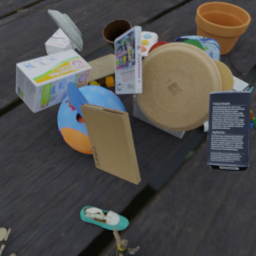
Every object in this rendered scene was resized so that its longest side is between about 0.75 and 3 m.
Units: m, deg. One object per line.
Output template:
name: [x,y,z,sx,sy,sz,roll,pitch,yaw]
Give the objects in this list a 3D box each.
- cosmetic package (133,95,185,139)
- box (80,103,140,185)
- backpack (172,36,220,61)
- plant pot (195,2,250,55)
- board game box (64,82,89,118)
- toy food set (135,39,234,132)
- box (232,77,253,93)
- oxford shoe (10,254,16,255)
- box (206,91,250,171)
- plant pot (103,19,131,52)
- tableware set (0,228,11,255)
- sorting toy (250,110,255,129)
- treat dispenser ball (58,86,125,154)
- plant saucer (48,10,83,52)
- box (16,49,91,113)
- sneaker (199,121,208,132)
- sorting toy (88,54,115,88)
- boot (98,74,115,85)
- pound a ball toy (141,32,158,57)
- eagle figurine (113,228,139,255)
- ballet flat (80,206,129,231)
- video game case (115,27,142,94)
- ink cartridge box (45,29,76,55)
cosmetic package: [1.377,-0.704,11.444,2.329,1.244,1.050,23,53,20]
box: [-0.484,0.419,7.611,1.705,2.086,0.222,14,35,42]
backpack: [2.706,-2.640,10.689,1.790,1.638,1.316,-13,26,-29]
plant pot: [4.765,-5.132,14.766,2.666,1.866,2.666,1,49,-2]
board game box: [-1.565,-0.730,8.472,0.264,1.354,1.070,-23,38,14]
toy food set: [1.518,-1.295,8.784,2.842,2.871,0.698,41,29,6]
box: [4.715,-2.014,13.060,0.784,0.468,1.906,-36,58,-27]
oxford shoe: [-3.564,3.984,8.027,0.297,0.316,0.844,24,53,19]
box: [2.556,0.122,7.092,0.945,1.341,1.812,1,77,21]
plant pot: [-0.307,-3.425,11.066,1.118,1.196,1.118,-4,66,10]
tableware set: [-3.959,3.532,8.511,0.627,0.190,0.949,-6,43,11]
sorting toy: [5.234,-0.379,11.626,1.275,0.523,0.766,28,55,21]
treat dispenser ball: [-1.305,-0.288,10.293,2.505,2.505,2.505,0,49,0]
plant saucer: [-2.350,-3.938,11.126,0.488,1.945,1.945,-40,57,0]
box: [-2.668,-1.754,10.148,1.198,1.330,2.364,45,48,18]
sneaker: [3.472,-0.968,11.803,1.411,0.977,2.337,-10,58,-2]
sorting toy: [-1.478,-2.454,13.038,2.208,0.397,2.964,-15,38,2]
boot: [-0.838,-2.317,13.376,1.269,0.467,0.479,-26,65,-23]
pound a ball toy: [0.507,-4.006,14.396,1.604,1.045,2.459,12,50,10]
eagle figurine: [-0.450,3.999,7.357,1.522,1.514,2.006,44,37,-13]
ballet flat: [-0.766,2.839,8.845,1.584,0.558,0.533,10,47,8]
video game case: [-0.027,-1.965,8.653,0.230,1.822,2.000,-3,7,-18]
ink cartridge box: [-3.505,-4.558,15.099,1.205,0.681,1.644,15,51,12]
